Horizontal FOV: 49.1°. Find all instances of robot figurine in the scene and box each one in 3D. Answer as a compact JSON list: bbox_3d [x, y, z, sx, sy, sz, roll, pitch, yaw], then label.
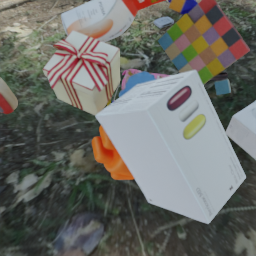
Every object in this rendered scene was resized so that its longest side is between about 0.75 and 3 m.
[{"bbox_3d":[0.200,0.450,5.412,1.768,1.031,1.272,14,85,-28],"label":"robot figurine"}]

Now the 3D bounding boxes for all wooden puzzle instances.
[{"bbox_3d":[1.881,-2.180,7.295,2.946,1.747,0.207,57,37,6],"label":"wooden puzzle"}]

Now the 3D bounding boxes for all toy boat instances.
[{"bbox_3d":[-2.977,-0.728,5.672,0.904,0.902,1.383,-40,63,-18],"label":"toy boat"}]

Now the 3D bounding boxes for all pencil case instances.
[{"bbox_3d":[0.762,-0.968,7.008,1.904,0.788,0.824,7,54,1],"label":"pencil case"}]

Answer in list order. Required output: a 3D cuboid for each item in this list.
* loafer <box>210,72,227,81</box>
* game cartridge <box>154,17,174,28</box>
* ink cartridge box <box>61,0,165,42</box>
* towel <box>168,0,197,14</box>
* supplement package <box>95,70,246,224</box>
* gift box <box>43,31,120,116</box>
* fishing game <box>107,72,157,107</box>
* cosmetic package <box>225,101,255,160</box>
[{"bbox_3d":[2.972,-1.915,10.028,1.146,0.361,0.412,10,51,8],"label":"loafer"},{"bbox_3d":[1.575,-4.713,12.469,0.798,0.161,0.532,-26,59,-20],"label":"game cartridge"},{"bbox_3d":[-0.191,-2.666,6.703,2.269,0.569,1.840,-15,5,13],"label":"ink cartridge box"},{"bbox_3d":[2.642,-5.910,13.356,1.028,0.345,1.392,-22,54,-9],"label":"towel"},{"bbox_3d":[0.600,0.267,4.148,0.988,1.783,1.388,-39,19,-26],"label":"supplement package"},{"bbox_3d":[-0.745,-0.883,4.858,1.068,1.081,1.157,19,66,10],"label":"gift box"},{"bbox_3d":[0.305,-0.526,6.148,1.916,1.372,0.298,4,4,-38],"label":"fishing game"},{"bbox_3d":[3.881,0.055,8.091,1.380,0.851,1.385,-29,56,-21],"label":"cosmetic package"}]
